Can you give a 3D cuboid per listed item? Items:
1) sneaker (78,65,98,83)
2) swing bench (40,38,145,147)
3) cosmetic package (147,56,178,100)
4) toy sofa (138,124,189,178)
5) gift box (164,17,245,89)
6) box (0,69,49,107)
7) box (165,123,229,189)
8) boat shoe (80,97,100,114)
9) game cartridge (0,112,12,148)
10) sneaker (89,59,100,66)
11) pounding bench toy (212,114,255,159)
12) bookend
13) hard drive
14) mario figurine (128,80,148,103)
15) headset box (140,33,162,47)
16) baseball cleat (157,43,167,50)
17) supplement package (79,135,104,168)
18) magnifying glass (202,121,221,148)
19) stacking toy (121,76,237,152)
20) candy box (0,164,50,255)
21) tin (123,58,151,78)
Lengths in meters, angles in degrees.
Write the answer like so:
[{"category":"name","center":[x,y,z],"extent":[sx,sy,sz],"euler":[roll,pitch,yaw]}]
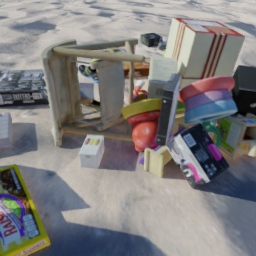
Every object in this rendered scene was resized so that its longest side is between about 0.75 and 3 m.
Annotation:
[{"category":"sneaker","center":[-1.558,-2.433,11.934],"extent":[0.548,0.640,1.545],"euler":[-23,40,-33]},{"category":"swing bench","center":[-0.953,-1.046,8.056],"extent":[2.626,2.612,1.703],"euler":[-2,34,-5]},{"category":"cosmetic package","center":[1.178,-1.701,9.499],"extent":[0.981,0.663,1.864],"euler":[7,40,5]},{"category":"toy sofa","center":[1.024,0.513,7.478],"extent":[0.796,0.675,1.630],"euler":[27,42,33]},{"category":"gift box","center":[2.518,-2.764,10.801],"extent":[2.554,2.385,2.357],"euler":[0,34,-12]},{"category":"box","center":[-3.818,-1.584,10.658],"extent":[2.531,0.630,1.996],"euler":[-4,34,-6]},{"category":"box","center":[1.626,0.674,6.723],"extent":[0.821,0.713,1.243],"euler":[-24,76,-32]},{"category":"boat shoe","center":[-1.238,-0.865,9.521],"extent":[1.050,0.388,0.388],"euler":[23,47,0]},{"category":"game cartridge","center":[-4.696,0.264,8.105],"extent":[2.477,0.475,1.605],"euler":[-10,39,-15]},{"category":"sneaker","center":[-1.269,-3.019,13.041],"extent":[1.070,0.404,0.409],"euler":[-17,37,-21]},{"category":"pounding bench toy","center":[3.180,0.291,7.259],"extent":[1.154,0.919,1.480],"euler":[0,23,-21]},{"category":"bookend","center":[4.300,-1.289,8.061],"extent":[2.621,2.637,1.215],"euler":[9,55,5]},{"category":"hard drive","center":[0.981,-0.437,6.720],"extent":[0.283,1.496,1.045],"euler":[12,33,13]},{"category":"mario figurine","center":[0.520,-0.939,9.302],"extent":[0.901,1.049,1.700],"euler":[25,16,-8]},{"category":"headset box","center":[1.306,-5.054,16.015],"extent":[0.920,0.490,1.057],"euler":[-14,36,-20]},{"category":"baseball cleat","center":[2.043,-4.440,15.241],"extent":[0.502,0.329,0.944],"euler":[26,42,34]},{"category":"supplement package","center":[-0.954,0.613,7.501],"extent":[0.480,0.462,0.844],"euler":[4,34,7]},{"category":"magnifying glass","center":[2.191,-0.083,7.751],"extent":[0.653,0.184,1.640],"euler":[-10,53,25]},{"category":"stacking toy","center":[1.651,-0.275,7.864],"extent":[2.989,1.263,2.706],"euler":[-17,-8,30]},{"category":"candy box","center":[-2.672,1.755,5.926],"extent":[1.260,0.326,2.465],"euler":[-21,39,-25]},{"category":"tin","center":[0.137,-2.702,12.524],"extent":[2.405,0.504,1.347],"euler":[-5,38,-8]}]
